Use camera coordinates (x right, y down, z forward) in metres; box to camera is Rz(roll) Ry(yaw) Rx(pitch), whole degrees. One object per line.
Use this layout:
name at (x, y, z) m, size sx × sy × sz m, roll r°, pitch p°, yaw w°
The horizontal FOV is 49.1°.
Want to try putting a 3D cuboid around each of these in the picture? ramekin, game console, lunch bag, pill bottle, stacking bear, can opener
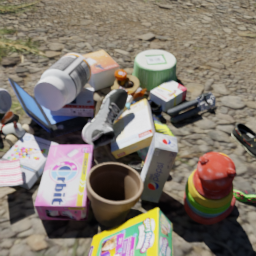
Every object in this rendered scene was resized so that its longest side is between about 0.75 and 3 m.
ramekin at (1.377, -3.026, 14.395) m, size 2.346 × 1.146 × 2.346 m, roll 0°, pitch 43°, yaw 0°
game console at (-3.378, -1.086, 11.846) m, size 2.409 × 1.670 × 2.823 m, roll -19°, pitch 47°, yaw -25°
lunch bag at (0.760, 0.698, 10.934) m, size 1.010 × 0.485 × 1.259 m, roll -17°, pitch 46°, yaw -17°
pill bottle at (-2.681, -1.941, 11.702) m, size 1.569 × 1.569 × 2.696 m, roll 11°, pitch 38°, yaw 12°
stacking bear at (2.427, 1.668, 8.176) m, size 1.607 × 2.646 × 1.505 m, roll 29°, pitch 60°, yaw 25°
pill bottle at (-6.255, -1.170, 12.386) m, size 1.960 × 1.066 × 1.066 m, roll 1°, pitch 42°, yaw 21°
can opener at (2.877, -0.907, 12.632) m, size 2.605 × 0.686 × 0.866 m, roll -24°, pitch 9°, yaw -24°

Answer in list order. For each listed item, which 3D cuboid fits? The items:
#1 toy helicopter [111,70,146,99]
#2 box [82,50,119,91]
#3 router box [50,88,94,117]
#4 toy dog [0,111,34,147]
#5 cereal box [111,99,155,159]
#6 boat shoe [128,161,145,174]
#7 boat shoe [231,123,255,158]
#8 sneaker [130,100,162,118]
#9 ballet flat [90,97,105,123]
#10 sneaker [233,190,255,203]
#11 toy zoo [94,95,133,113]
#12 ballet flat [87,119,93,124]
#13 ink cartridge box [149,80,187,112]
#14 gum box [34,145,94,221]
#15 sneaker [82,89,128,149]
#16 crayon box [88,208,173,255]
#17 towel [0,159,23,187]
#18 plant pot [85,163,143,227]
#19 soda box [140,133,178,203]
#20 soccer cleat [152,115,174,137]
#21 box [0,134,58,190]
toy helicopter at (-0.042, -1.527, 13.199) m, size 1.657 × 0.989 × 2.506 m, roll 13°, pitch 55°, yaw 1°
box at (-1.503, -3.007, 14.467) m, size 1.477 × 1.031 × 1.939 m, roll -22°, pitch 47°, yaw -21°
router box at (-2.473, -1.190, 12.542) m, size 1.848 × 0.451 × 1.659 m, roll 1°, pitch 40°, yaw -9°
toy dog at (-4.956, -0.077, 11.347) m, size 2.158 × 1.039 × 1.423 m, roll 8°, pitch 44°, yaw 8°
cereal box at (0.147, -0.011, 11.083) m, size 1.721 × 0.473 × 2.392 m, roll -23°, pitch 37°, yaw 15°
boat shoe at (0.716, 1.386, 10.223) m, size 1.497 × 0.451 × 0.534 m, roll 5°, pitch 44°, yaw 6°
boat shoe at (4.932, 0.570, 11.003) m, size 0.716 × 0.613 × 1.958 m, roll -22°, pitch 49°, yaw -24°
sneaker at (0.730, -1.011, 12.607) m, size 1.734 × 0.675 × 0.608 m, roll 17°, pitch 47°, yaw 17°
ballet flat at (-1.228, -0.540, 11.759) m, size 0.380 × 0.552 × 1.639 m, roll 14°, pitch 75°, yaw 22°
sneaker at (3.952, 2.274, 9.437) m, size 0.924 × 0.354 × 0.387 m, roll 13°, pitch 21°, yaw 14°
toy zoo at (-0.603, -0.985, 12.250) m, size 1.860 × 0.190 × 1.220 m, roll 11°, pitch 52°, yaw 46°
ballet flat at (-1.518, -0.300, 12.089) m, size 0.912 × 0.325 × 0.315 m, roll -38°, pitch 14°, yaw -35°
ink cartridge box at (1.883, -1.536, 13.199) m, size 1.484 × 0.619 × 1.077 m, roll -33°, pitch 52°, yaw -30°
gum box at (-2.037, 1.821, 9.441) m, size 1.516 × 0.883 × 2.671 m, roll 0°, pitch 43°, yaw 0°
sneaker at (-0.640, -0.242, 10.680) m, size 2.588 × 0.971 × 1.495 m, roll -54°, pitch 32°, yaw 3°
crayon box at (-0.043, 3.372, 6.602) m, size 2.203 × 0.744 × 2.554 m, roll -30°, pitch 19°, yaw 20°
towel at (-3.951, 1.465, 9.171) m, size 0.859 × 0.176 × 1.175 m, roll -3°, pitch 37°, yaw -24°
plant pot at (-0.470, 2.158, 8.530) m, size 1.711 × 1.493 × 1.711 m, roll 6°, pitch 32°, yaw -4°
soda box at (0.892, 1.305, 8.889) m, size 0.720 × 2.269 × 0.775 m, roll 12°, pitch 35°, yaw -3°
soccer cleat at (1.316, 0.081, 11.713) m, size 0.637 × 0.492 × 1.522 m, roll -44°, pitch 58°, yaw -1°
box at (-3.767, 1.188, 10.475) m, size 1.565 × 0.413 × 2.007 m, roll 17°, pitch 45°, yaw 16°
